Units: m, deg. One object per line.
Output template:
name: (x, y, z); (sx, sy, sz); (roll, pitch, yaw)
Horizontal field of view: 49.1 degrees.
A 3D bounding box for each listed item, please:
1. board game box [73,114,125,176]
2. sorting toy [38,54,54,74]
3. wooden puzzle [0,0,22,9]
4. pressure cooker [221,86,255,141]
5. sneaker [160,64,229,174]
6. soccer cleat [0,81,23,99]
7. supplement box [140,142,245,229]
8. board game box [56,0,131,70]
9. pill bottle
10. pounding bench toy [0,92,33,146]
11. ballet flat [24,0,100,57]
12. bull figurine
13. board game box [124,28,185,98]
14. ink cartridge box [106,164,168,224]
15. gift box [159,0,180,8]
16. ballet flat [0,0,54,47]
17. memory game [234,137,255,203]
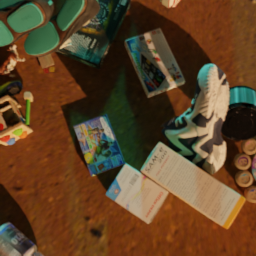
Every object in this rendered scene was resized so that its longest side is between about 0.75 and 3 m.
board game box: (-0.837, 0.495, 8.122); (1.042, 0.265, 1.540); (-20, 78, -4)
sorting toy: (-2.540, -2.054, 8.754); (0.395, 0.139, 0.819); (-23, 78, -5)
wooden puzzle: (-3.491, -4.573, 8.737); (2.562, 0.477, 2.370); (-27, 72, 5)
pressure cooker: (3.097, -0.470, 7.751); (1.248, 1.229, 1.397); (2, 37, 18)
sneaker: (1.571, -0.277, 7.370); (1.815, 2.790, 1.114); (15, 37, 41)
soccer cleat: (-3.785, -1.098, 8.477); (1.255, 0.406, 0.525); (-18, 44, 3)
supplement box: (1.529, 1.419, 7.242); (2.408, 1.517, 0.885); (33, 84, 5)
board game box: (-1.178, -3.293, 8.918); (1.707, 0.355, 2.524); (23, 79, 5)
pill bottle: (-2.892, 3.188, 7.269); (1.359, 0.773, 0.773); (37, 80, 7)
pounding bench toy: (-3.190, -0.263, 7.981); (1.405, 0.873, 1.096); (-29, 79, -6)
ballet flat: (-1.828, -2.797, 8.001); (2.725, 0.932, 0.927); (-24, 84, 33)
bull figurine: (-3.582, -2.041, 8.621); (0.621, 0.333, 1.023); (22, 83, 27)
board game box: (0.797, -2.020, 8.643); (1.213, 0.333, 1.922); (-21, 78, -5)
ink cartridge box: (0.250, 1.779, 7.659); (1.394, 0.590, 1.007); (33, 83, 8)
gift box: (1.386, -4.891, 8.647); (1.678, 1.818, 1.698); (-43, 68, -9)
ballet flat: (-3.209, -2.969, 7.868); (2.851, 0.969, 0.975); (-6, 41, 24)
memory game: (4.180, 1.164, 7.930); (2.376, 0.151, 2.376); (0, 83, 2)
